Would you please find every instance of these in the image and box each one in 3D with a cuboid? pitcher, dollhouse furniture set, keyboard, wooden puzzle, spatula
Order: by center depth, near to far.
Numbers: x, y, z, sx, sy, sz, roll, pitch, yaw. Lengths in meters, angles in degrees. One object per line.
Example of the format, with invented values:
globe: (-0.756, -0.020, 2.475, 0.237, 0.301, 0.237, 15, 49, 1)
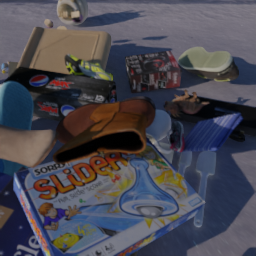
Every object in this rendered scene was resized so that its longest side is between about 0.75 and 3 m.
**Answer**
spatula: (1.084, 1.094, 6.056, 1.447, 0.167, 2.081, 13, 42, 13)
pitcher: (0.766, 0.106, 6.898, 0.968, 0.684, 1.128, 28, 44, 8)
keyboard: (2.616, -0.195, 7.507, 2.875, 0.369, 1.726, 13, 34, 16)
wooden puzzle: (-2.116, -2.293, 9.459, 2.774, 0.517, 2.566, 8, 63, 4)
dollhouse furniture set: (-3.922, -1.926, 9.774, 0.813, 0.562, 0.861, 0, 1, -35)

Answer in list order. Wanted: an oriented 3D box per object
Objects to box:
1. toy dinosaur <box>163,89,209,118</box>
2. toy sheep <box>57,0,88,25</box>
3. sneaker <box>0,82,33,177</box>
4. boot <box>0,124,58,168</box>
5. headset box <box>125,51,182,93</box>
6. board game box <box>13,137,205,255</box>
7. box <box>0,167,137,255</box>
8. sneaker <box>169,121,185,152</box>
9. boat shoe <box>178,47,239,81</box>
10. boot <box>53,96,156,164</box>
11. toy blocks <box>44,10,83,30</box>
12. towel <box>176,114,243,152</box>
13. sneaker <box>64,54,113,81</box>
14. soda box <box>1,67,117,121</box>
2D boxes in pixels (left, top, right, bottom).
toy dinosaur: (1.488, -0.553, 7.270, 1.104, 0.474, 0.748, 14, 68, 8)
toy sheep: (-2.632, -5.771, 13.489, 1.603, 1.603, 2.325, 13, 33, 16)
sneaker: (-3.213, 0.474, 6.235, 1.893, 1.153, 2.900, -14, 54, 27)
boot: (-1.771, 0.143, 4.094, 1.094, 1.496, 0.525, 33, 51, -21)
headset box: (0.863, -1.868, 9.166, 1.769, 0.664, 1.315, -9, 42, -3)
board game box: (-0.251, 1.162, 4.746, 2.716, 0.468, 1.839, -15, 50, -37)
box: (-1.305, 1.671, 4.490, 2.943, 0.477, 1.783, 19, 38, 3)
sneaker: (1.113, 0.166, 6.521, 0.313, 0.338, 0.839, 10, 46, -10)
boat shoe: (2.608, -2.101, 9.411, 0.930, 0.786, 2.609, -49, 28, 2)
boot: (-0.725, 0.196, 5.455, 2.547, 0.926, 2.705, -7, 16, 13)
toy blocks: (-2.319, -3.387, 10.748, 1.480, 1.584, 1.333, -5, -4, 6)
towel: (1.761, 0.160, 6.215, 1.044, 0.172, 1.442, -47, 12, -19)
sneaker: (-1.220, -1.726, 8.576, 1.739, 0.656, 0.665, 37, 60, 13)
soda box: (-1.866, -0.852, 7.729, 2.992, 0.948, 1.059, 11, 48, 13)
